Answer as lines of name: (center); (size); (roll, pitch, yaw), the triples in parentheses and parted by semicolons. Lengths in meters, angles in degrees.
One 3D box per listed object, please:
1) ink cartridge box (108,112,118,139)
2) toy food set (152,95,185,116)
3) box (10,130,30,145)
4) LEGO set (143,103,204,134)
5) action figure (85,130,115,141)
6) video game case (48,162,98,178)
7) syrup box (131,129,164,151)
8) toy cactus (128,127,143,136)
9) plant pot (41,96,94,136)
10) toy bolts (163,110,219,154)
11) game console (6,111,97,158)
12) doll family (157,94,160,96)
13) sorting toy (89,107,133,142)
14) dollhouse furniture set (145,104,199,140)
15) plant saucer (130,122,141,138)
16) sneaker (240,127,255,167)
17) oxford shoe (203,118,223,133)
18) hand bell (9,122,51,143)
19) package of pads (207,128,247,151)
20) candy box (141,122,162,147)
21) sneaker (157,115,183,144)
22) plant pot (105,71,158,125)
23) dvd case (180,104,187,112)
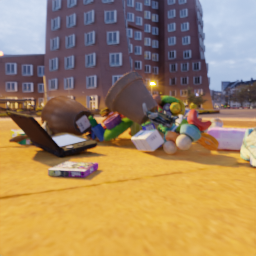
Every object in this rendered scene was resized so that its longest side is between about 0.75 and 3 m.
ink cartridge box: (-0.616, -0.346, 14.565); (0.957, 1.651, 0.560); (24, -3, 2)
toy food set: (1.533, -0.983, 12.927); (2.150, 1.265, 0.702); (17, -8, 34)
box: (-4.731, 0.377, 13.384); (1.435, 0.591, 2.445); (-3, 7, -32)
LEGO set: (1.595, -0.132, 10.571); (2.490, 0.706, 1.617); (29, 18, 8)
action figure: (-1.393, 0.418, 13.730); (1.449, 0.783, 1.498); (-6, 28, 6)
video game case: (-1.309, 1.006, 6.825); (0.907, 0.179, 1.001); (1, 4, 13)
syrup box: (0.646, 0.437, 9.820); (0.532, 0.551, 1.352); (-37, 11, -17)
toy cactus: (1.033, 0.016, 15.621); (2.467, 1.529, 2.989); (20, 4, 8)
plant pot: (-2.814, -0.406, 14.024); (2.262, 2.262, 2.420); (-3, 11, -39)
toy bolts: (2.060, 0.458, 9.144); (1.710, 1.241, 1.790); (35, -17, 12)
game console: (-2.693, 0.036, 9.865); (2.262, 1.497, 2.572); (-14, 16, -38)
doll family: (1.884, -0.609, 14.729); (1.353, 2.340, 0.918); (-19, 15, 3)
sorting toy: (-0.879, -0.343, 12.782); (1.768, 1.208, 2.942); (-33, 12, 0)
dollhouse furniture set: (1.870, -0.772, 13.358); (2.231, 1.456, 2.107); (-36, 26, -3)
plant saucer: (0.324, -0.309, 13.179); (0.302, 1.947, 1.947); (-3, 4, -7)
sneaker: (3.744, 0.484, 7.696); (0.985, 1.095, 2.537); (0, 4, 0)
oxford shoe: (3.678, 0.071, 12.694); (0.850, 0.652, 2.259); (7, -14, -6)
hand bell: (-4.139, 0.334, 11.711); (1.660, 0.864, 0.864); (-13, 5, -3)
package of pads: (4.148, 0.425, 10.652); (2.187, 0.827, 1.318); (2, 4, 21)
candy box: (0.913, 0.292, 11.163); (0.437, 0.960, 1.136); (-21, 5, -3)
sneaker: (1.663, 0.124, 11.380); (0.953, 0.928, 2.394); (7, 21, 12)
plant pot: (0.290, -1.042, 11.229); (1.641, 1.882, 1.882); (43, 19, 16)
dvd case: (1.915, -0.697, 13.378); (0.195, 1.573, 1.182); (46, -6, -40)
